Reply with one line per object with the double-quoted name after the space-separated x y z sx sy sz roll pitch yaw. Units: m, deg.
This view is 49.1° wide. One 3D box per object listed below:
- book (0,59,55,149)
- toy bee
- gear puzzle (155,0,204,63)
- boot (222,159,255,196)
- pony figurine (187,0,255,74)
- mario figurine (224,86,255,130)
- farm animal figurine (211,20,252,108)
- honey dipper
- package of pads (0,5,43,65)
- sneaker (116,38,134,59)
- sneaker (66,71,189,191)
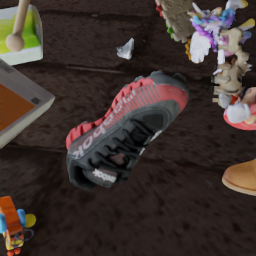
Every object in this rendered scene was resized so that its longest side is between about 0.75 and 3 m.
-2.880 -0.557 5.704 1.766 0.635 2.643 36 31 -4 "book"
-2.698 2.356 6.334 1.123 0.933 1.716 4 17 -17 "toy bee"
1.543 -3.308 8.416 1.522 0.385 2.938 -32 98 -32 "gear puzzle"
2.486 0.197 4.377 2.102 1.632 0.806 -7 23 23 "boot"
2.388 -2.513 7.388 1.820 1.757 1.516 -20 31 -15 "pony figurine"
2.928 -0.885 6.101 1.526 2.472 1.310 2 62 -26 "mario figurine"
2.192 -1.264 5.858 0.723 1.386 1.370 8 71 21 "farm animal figurine"
-2.100 -2.850 5.758 0.564 0.564 2.970 3 69 3 "honey dipper"
-4.007 -2.751 8.564 2.710 0.924 2.094 -12 49 -6 "package of pads"
-0.139 -3.213 11.131 0.657 0.427 1.137 7 52 8 "sneaker"
-0.106 0.203 4.358 0.934 2.643 1.291 31 43 -31 "sneaker"
